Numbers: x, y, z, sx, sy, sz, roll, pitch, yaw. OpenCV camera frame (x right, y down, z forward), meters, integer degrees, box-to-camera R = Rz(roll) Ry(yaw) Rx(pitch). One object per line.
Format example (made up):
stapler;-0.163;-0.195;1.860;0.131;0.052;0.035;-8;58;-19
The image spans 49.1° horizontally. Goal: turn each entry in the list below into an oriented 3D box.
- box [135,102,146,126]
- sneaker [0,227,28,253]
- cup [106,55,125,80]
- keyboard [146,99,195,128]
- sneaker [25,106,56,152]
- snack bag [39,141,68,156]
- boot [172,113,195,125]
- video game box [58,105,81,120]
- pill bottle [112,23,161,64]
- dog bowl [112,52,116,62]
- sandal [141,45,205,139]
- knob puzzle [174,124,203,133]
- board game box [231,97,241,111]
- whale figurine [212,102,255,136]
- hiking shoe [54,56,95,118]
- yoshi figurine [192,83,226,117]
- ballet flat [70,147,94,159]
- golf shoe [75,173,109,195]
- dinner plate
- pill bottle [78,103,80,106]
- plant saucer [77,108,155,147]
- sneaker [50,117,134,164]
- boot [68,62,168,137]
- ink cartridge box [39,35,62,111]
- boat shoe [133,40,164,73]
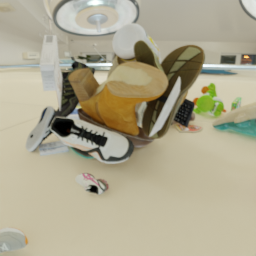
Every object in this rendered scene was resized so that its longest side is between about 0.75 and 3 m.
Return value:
box;-0.319;-0.741;10.694;1.890;0.735;0.897;9;48;20
sneaker;-2.124;1.875;4.321;1.114;0.422;0.512;-6;24;5
cup;-0.063;-1.314;8.494;1.557;1.113;1.557;31;34;-24
keyboard;1.218;-0.586;8.755;0.234;1.094;1.822;-4;28;-39
sneaker;-2.590;0.178;9.065;0.581;1.591;0.890;8;-25;33
snack bag;-2.343;0.616;8.757;0.897;0.102;0.951;-8;18;-14
boot;1.948;-0.424;11.283;1.507;0.724;2.062;1;17;-4
video game box;-1.892;-0.591;12.135;2.059;0.529;2.260;-3;18;-18
pill bottle;0.340;-2.112;7.875;0.962;0.962;1.717;9;-6;26
dog bowl;0.192;-2.088;9.674;1.889;1.889;0.554;16;44;43
sandal;1.226;-0.974;7.801;1.111;2.767;0.747;31;19;26
knob puzzle;2.398;-0.031;10.897;1.146;0.159;1.146;0;16;0
board game box;4.478;-0.690;11.675;0.210;0.969;1.440;9;19;27
whale figurine;4.388;-0.195;10.179;2.460;1.276;1.957;-18;1;41
hiking shoe;-1.802;-1.164;8.341;0.981;1.949;0.738;30;-22;-9
yoshi figurine;3.685;-1.296;13.283;1.436;1.441;2.564;-15;19;5
ballet flat;-1.602;0.264;8.872;0.744;0.749;2.189;-4;17;-31
golf shoe;-0.892;1.264;6.346;0.881;0.320;0.406;11;20;31
dinner plate;0.924;-0.464;6.744;0.195;1.607;1.607;28;20;3
pill bottle;-1.406;-1.152;9.672;0.939;0.939;1.650;7;-3;23
plant saucer;-0.428;0.018;9.025;2.658;0.426;2.658;21;9;-3
sneaker;-0.971;0.297;7.064;2.288;0.843;0.915;14;-13;17
boot;-0.040;-0.543;7.286;3.012;2.156;1.060;10;55;37
ink cartridge box;-1.866;-1.350;6.872;0.329;1.296;1.471;-3;43;-8
boat shoe;0.550;-1.571;6.809;0.458;1.257;0.395;-30;22;23
